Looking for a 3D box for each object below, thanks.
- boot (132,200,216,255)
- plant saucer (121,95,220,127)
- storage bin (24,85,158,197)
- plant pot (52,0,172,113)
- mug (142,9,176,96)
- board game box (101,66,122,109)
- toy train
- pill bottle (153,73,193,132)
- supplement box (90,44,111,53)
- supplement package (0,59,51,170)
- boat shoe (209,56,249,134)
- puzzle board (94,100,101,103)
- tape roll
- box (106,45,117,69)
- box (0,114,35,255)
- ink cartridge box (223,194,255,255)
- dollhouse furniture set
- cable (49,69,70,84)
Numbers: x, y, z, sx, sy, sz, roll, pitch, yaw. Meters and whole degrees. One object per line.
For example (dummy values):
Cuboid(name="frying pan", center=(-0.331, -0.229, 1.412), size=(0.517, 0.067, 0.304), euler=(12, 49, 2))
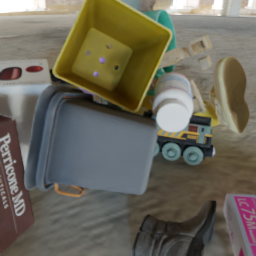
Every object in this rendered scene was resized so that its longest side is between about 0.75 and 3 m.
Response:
Cuboid(name="boot", center=(0.802, 1.637, 4.658), size=(1.101, 0.584, 1.673), euler=(11, 26, 27))
Cuboid(name="plant saucer", center=(1.196, -0.614, 8.995), size=(2.703, 0.655, 2.704), euler=(-17, 31, -31))
Cuboid(name="storage bin", center=(-0.478, 0.397, 5.522), size=(1.902, 2.061, 2.832), euler=(12, 6, 4))
Cuboid(name="plant pot", center=(-0.457, -1.631, 6.444), size=(1.915, 1.915, 1.689), euler=(24, 1, -15))
Cuboid(name="mug", center=(0.482, -2.466, 8.910), size=(1.509, 2.005, 2.440), euler=(0, 51, 27))
Cuboid(name="board game box", center=(-0.385, -1.061, 8.350), size=(0.240, 1.707, 1.155), euler=(1, 68, -28))
Cuboid(name="toy train", center=(1.123, 0.182, 6.760), size=(1.952, 1.113, 0.832), euler=(9, 15, 16))
Cuboid(name="pill bottle", center=(0.969, -0.571, 6.099), size=(0.846, 0.846, 1.555), euler=(3, 31, 7))
Cuboid(name="supplement box", center=(-0.140, -2.951, 12.284), size=(2.916, 1.838, 1.072), euler=(-18, 34, -30))
Cuboid(name="supplement package", center=(-3.185, -0.397, 6.971), size=(2.658, 2.044, 2.780), euler=(-8, 26, -16))
Cuboid(name="boat shoe", center=(2.500, -0.791, 7.245), size=(0.851, 2.619, 0.945), euler=(23, 72, 39))
Cuboid(name="puzzle board", center=(-2.462, -0.919, 10.074), size=(2.529, 0.220, 1.906), euler=(20, 33, 35))
Cuboid(name="tape roll", center=(-0.933, -1.621, 8.098), size=(0.442, 1.347, 1.347), euler=(23, 18, -25))
Cuboid(name="box", center=(-0.810, -2.298, 9.340), size=(0.169, 1.585, 1.296), euler=(-38, 78, -14))
Cuboid(name="box", center=(-3.177, 1.071, 3.950), size=(2.166, 2.188, 2.637), euler=(13, 30, 24))
Cuboid(name="ink cartridge box", center=(3.043, 1.806, 4.367), size=(2.736, 0.574, 1.632), euler=(5, 28, 5))
Cuboid(name="dollhouse furniture set", center=(1.574, -0.969, 7.192), size=(1.839, 2.156, 1.053), euler=(-20, 7, 30))
Cuboid(name="cable", center=(-2.653, -2.580, 12.851), size=(2.143, 0.667, 2.627), euler=(-17, 32, -30))
